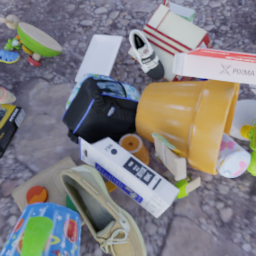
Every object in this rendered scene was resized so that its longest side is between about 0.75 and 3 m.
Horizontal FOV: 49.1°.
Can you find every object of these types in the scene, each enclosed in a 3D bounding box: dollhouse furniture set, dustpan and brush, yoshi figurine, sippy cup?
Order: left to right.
[{"bbox_3d":[-4.675,-3.403,11.401,0.453,0.451,0.806,36,67,14],"label":"yoshi figurine"},{"bbox_3d":[-1.841,2.686,6.013,1.942,2.473,1.812,37,42,-29],"label":"sippy cup"},{"bbox_3d":[1.357,1.018,7.393,0.852,2.206,1.102,-25,43,-15],"label":"dollhouse furniture set"},{"bbox_3d":[3.349,-0.366,9.406,2.101,0.601,1.466,13,70,1],"label":"dustpan and brush"}]

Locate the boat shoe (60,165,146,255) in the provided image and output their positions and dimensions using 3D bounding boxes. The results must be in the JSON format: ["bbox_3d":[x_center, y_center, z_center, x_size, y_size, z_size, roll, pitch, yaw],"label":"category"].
[{"bbox_3d":[-0.672,2.219,6.948,1.060,0.915,2.907,-39,74,23],"label":"boat shoe"}]

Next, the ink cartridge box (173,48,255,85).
[{"bbox_3d":[2.277,-1.220,5.865,2.351,0.526,2.071,6,12,-2],"label":"ink cartridge box"}]

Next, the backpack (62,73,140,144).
[{"bbox_3d":[-0.669,-0.580,8.493,2.200,2.013,1.617,6,42,-39],"label":"backpack"}]

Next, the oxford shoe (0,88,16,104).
[{"bbox_3d":[-4.505,-1.029,9.310,1.725,0.637,0.611,11,82,28],"label":"oxford shoe"}]

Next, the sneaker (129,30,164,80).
[{"bbox_3d":[0.518,-2.154,8.393,0.624,0.745,1.684,-32,97,13],"label":"sneaker"}]

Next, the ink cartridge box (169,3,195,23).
[{"bbox_3d":[1.847,-3.931,11.041,1.143,1.574,0.689,24,59,15],"label":"ink cartridge box"}]

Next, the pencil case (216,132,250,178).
[{"bbox_3d":[2.477,0.531,7.864,0.895,0.820,1.972,-29,33,-3],"label":"pencil case"}]

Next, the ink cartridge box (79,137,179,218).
[{"bbox_3d":[-0.089,1.210,7.572,2.850,1.417,0.559,35,62,10],"label":"ink cartridge box"}]

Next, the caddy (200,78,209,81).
[{"bbox_3d":[2.983,-1.306,9.784,1.119,0.831,1.583,18,59,10],"label":"caddy"}]

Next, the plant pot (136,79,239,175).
[{"bbox_3d":[1.659,-0.264,8.177,2.456,2.683,2.683,14,57,23],"label":"plant pot"}]

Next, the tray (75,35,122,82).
[{"bbox_3d":[-1.077,-2.592,10.737,1.255,0.259,2.337,10,66,15],"label":"tray"}]

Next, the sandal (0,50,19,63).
[{"bbox_3d":[-4.887,-2.853,10.994,1.170,0.509,0.465,-1,55,-3],"label":"sandal"}]

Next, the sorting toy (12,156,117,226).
[{"bbox_3d":[-1.649,1.769,8.036,2.826,0.378,2.106,-32,62,-19],"label":"sorting toy"}]

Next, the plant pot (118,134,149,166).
[{"bbox_3d":[0.089,0.719,8.314,1.052,0.963,1.052,-2,55,3],"label":"plant pot"}]

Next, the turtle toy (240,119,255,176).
[{"bbox_3d":[4.239,0.402,8.246,2.238,1.131,1.631,-47,31,-3],"label":"turtle toy"}]

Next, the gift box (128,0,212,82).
[{"bbox_3d":[1.406,-2.779,9.489,2.166,2.320,2.141,39,96,22],"label":"gift box"}]

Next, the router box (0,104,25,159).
[{"bbox_3d":[-4.434,0.003,9.130,1.420,0.472,1.806,12,58,8],"label":"router box"}]

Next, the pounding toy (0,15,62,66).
[{"bbox_3d":[-3.841,-3.229,10.819,2.327,1.080,1.797,29,19,-22],"label":"pounding toy"}]

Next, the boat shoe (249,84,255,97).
[{"bbox_3d":[4.083,-0.930,8.045,1.059,2.879,0.961,1,99,18],"label":"boat shoe"}]
